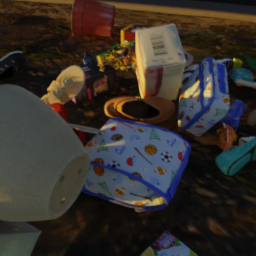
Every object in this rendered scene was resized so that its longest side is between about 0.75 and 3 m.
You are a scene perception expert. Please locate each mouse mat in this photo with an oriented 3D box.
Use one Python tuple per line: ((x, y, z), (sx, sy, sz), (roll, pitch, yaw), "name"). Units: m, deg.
((5.932, -2.571, 12.305), (1.691, 0.079, 2.101), (21, 35, -4), "mouse mat")

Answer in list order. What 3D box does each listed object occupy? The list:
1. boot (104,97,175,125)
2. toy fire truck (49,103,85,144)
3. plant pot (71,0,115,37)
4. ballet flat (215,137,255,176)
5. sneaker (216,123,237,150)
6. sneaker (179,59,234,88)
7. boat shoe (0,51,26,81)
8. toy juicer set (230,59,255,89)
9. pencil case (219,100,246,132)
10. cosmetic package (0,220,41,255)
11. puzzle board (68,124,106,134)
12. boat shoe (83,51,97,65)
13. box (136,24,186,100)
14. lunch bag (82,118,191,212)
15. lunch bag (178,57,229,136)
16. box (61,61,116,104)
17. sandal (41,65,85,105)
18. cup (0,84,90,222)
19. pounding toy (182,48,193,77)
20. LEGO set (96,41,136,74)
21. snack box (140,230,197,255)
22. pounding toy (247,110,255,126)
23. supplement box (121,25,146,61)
((0.629, -0.528, 8.697), (2.613, 0.963, 2.021), (-4, 4, -17), "boot")
((-2.376, 0.639, 7.943), (2.114, 1.411, 2.517), (-27, 41, 3), "toy fire truck")
((-1.906, -6.235, 15.957), (2.178, 2.240, 2.240), (9, 39, -1), "plant pot")
((3.417, 0.647, 8.227), (2.178, 0.733, 0.767), (-22, 44, -25), "ballet flat")
((3.041, 0.260, 8.464), (0.591, 0.559, 1.532), (28, 28, 5), "sneaker")
((3.198, -2.355, 11.756), (2.977, 1.097, 1.191), (-22, 41, -26), "sneaker")
((-5.338, -2.548, 12.183), (0.930, 1.086, 2.969), (42, 30, -9), "boat shoe")
((5.029, -1.960, 11.687), (1.622, 0.694, 2.550), (22, 36, 1), "toy juicer set")
((3.621, -0.420, 9.627), (0.569, 0.633, 1.458), (41, 49, 2), "pencil case")
((-2.899, 2.103, 4.971), (1.328, 2.487, 1.122), (18, 75, 19), "cosmetic package")
((-1.268, -0.004, 6.830), (1.228, 0.107, 0.925), (10, 2, -26), "puzzle board")
((-1.654, -2.942, 12.853), (0.595, 0.486, 1.612), (-6, 46, -23), "boat shoe")
((1.009, -2.063, 9.581), (1.308, 2.400, 1.535), (-10, 68, -2), "box")
((0.214, 0.938, 7.271), (2.432, 1.506, 2.068), (9, 39, 24), "lunch bag")
((2.458, -1.100, 9.198), (0.927, 1.966, 2.453), (20, 50, -13), "lunch bag")
((-1.545, -1.888, 11.214), (1.878, 0.996, 1.148), (-22, 44, -26), "box")
((-2.140, -0.971, 8.484), (2.133, 0.782, 0.702), (-37, 17, 25), "sandal")
((-1.790, 0.684, 5.159), (1.797, 2.513, 2.513), (23, 43, 15), "cup")
((1.976, -2.992, 11.129), (1.266, 1.270, 2.214), (-13, 84, -22), "pounding toy")
((-0.233, -2.529, 10.833), (1.511, 1.139, 1.965), (-8, 25, 23), "LEGO set")
((0.698, 2.905, 5.666), (1.410, 0.374, 1.003), (-31, 48, -33), "snack box")
((5.303, -0.488, 9.146), (2.387, 1.365, 1.369), (12, 39, 13), "pounding toy")
((0.527, -4.049, 13.589), (1.463, 1.443, 0.972), (20, 43, 24), "supplement box")
